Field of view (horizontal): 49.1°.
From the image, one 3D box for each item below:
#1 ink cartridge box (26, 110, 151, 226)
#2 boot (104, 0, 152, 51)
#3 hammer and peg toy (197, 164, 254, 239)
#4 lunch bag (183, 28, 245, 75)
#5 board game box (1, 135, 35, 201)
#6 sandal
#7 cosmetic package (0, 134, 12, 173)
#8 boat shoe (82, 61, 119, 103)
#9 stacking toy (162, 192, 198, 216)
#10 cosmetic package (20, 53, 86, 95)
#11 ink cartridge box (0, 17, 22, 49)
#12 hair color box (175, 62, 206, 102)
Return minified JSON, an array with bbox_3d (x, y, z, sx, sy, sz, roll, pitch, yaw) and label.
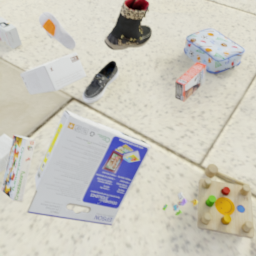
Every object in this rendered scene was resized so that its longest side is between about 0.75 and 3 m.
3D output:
[{"bbox_3d":[-0.903,1.068,6.701,2.317,2.345,0.551,23,9,-33],"label":"ink cartridge box"},{"bbox_3d":[0.327,-4.134,11.047,2.516,1.895,0.921,-24,70,-36],"label":"boot"},{"bbox_3d":[3.167,2.224,9.062,1.763,0.845,2.396,10,52,8],"label":"hammer and peg toy"},{"bbox_3d":[4.253,-3.798,13.803,2.184,1.030,2.726,-23,54,-20],"label":"lunch bag"},{"bbox_3d":[-2.842,0.997,7.217,0.972,0.267,1.540,7,85,49],"label":"board game box"},{"bbox_3d":[-2.879,-3.787,11.279,1.808,0.518,0.693,48,70,-8],"label":"sandal"},{"bbox_3d":[-4.785,1.107,10.119,0.864,0.629,1.699,30,59,22],"label":"cosmetic package"},{"bbox_3d":[-1.210,-2.155,12.583,0.872,0.826,2.495,28,56,21],"label":"boat shoe"},{"bbox_3d":[1.415,2.131,7.680,0.612,0.812,0.191,30,28,-28],"label":"stacking toy"},{"bbox_3d":[-2.273,-1.555,8.300,1.081,0.787,2.126,-33,23,-30],"label":"cosmetic package"},{"bbox_3d":[-6.341,-4.962,14.686,1.455,1.060,0.602,37,60,25],"label":"ink cartridge box"},{"bbox_3d":[2.407,-1.769,10.766,0.476,0.825,1.488,31,58,31],"label":"hair color box"}]
